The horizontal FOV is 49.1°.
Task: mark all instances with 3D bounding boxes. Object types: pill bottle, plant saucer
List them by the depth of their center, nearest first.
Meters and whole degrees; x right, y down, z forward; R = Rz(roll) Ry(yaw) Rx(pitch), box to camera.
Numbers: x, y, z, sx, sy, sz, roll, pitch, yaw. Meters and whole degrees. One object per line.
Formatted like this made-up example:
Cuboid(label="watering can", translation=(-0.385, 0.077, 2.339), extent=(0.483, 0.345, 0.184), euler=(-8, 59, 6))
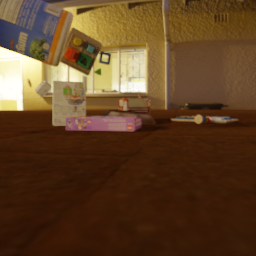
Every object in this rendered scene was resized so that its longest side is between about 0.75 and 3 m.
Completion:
Cuboid(label="pill bottle", translation=(-2.597, -2.422, 6.426), extent=(2.420, 1.356, 1.356), euler=(17, 0, -16))
Cuboid(label="plant saucer", translation=(0.017, -0.531, 13.245), extent=(2.622, 0.480, 2.622), euler=(6, 6, -1))

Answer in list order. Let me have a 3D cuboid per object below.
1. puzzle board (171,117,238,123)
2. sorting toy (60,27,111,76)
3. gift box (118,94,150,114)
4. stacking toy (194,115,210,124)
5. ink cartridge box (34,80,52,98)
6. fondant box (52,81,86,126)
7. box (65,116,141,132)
Cuboid(label="puzzle board", translation=(4.171, -0.483, 15.250), extent=(2.991, 0.260, 2.254), euler=(4, 6, 35))
Cuboid(label="sorting toy", translation=(-1.940, -3.123, 11.473), extent=(2.744, 1.545, 0.374), euler=(23, -2, -25))
Cuboid(label="gift box", translation=(0.387, -1.109, 15.402), extent=(1.439, 1.541, 1.422), euler=(-1, 10, -27))
Cuboid(label="stacking toy", translation=(3.640, -0.371, 13.497), extent=(1.000, 0.427, 0.427), euler=(5, 0, -44))
Cuboid(label="ink cartridge box", translation=(-3.570, -1.656, 11.762), extent=(0.364, 0.632, 0.866), euler=(42, -4, -26))
Cuboid(label="fondant box", translation=(-2.505, -1.025, 11.890), extent=(1.356, 1.879, 0.547), euler=(0, 5, -15))
Cuboid(label="box", translation=(-0.815, -0.180, 10.210), extent=(2.436, 0.476, 1.667), euler=(1, 5, 11))
